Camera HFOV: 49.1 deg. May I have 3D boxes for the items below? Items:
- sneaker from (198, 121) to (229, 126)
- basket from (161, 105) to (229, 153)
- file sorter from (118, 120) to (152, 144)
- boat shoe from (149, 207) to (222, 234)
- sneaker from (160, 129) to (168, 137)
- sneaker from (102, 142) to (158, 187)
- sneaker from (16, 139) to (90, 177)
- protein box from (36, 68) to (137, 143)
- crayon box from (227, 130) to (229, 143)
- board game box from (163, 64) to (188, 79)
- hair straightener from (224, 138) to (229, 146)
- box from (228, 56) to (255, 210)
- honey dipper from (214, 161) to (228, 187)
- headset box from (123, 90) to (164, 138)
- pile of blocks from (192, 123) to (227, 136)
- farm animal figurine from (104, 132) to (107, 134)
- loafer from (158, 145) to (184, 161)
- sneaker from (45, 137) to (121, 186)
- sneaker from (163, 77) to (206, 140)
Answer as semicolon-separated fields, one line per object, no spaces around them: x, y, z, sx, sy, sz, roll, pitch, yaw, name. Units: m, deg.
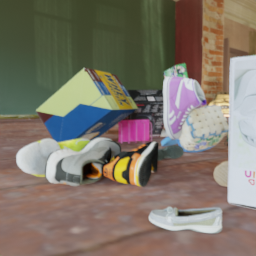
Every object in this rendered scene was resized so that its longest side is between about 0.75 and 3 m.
4.412;0.095;15.356;2.595;0.914;0.980;5;-14;38;sneaker
2.354;0.138;10.080;1.923;1.517;2.181;-12;-13;-17;basket
0.309;0.189;12.289;1.389;0.965;0.871;-2;10;-7;file sorter
0.775;1.212;3.848;0.982;0.315;0.362;2;5;18;boat shoe
2.046;0.292;14.467;1.051;0.392;0.458;-2;10;-22;sneaker
0.123;0.746;6.599;0.996;0.774;2.213;4;8;14;sneaker
-1.943;0.778;7.035;1.219;0.879;2.320;-14;-9;35;sneaker
-1.522;-0.727;11.134;2.665;1.811;2.684;-36;-8;20;protein box
4.886;0.338;12.280;1.006;0.632;0.259;1;5;8;crayon box
1.657;-1.320;9.520;0.312;1.440;2.140;-13;7;-2;board game box
5.086;0.586;11.144;2.403;0.492;0.925;-3;3;16;hair straightener
2.892;0.008;5.351;1.347;2.458;2.786;2;5;35;box
2.547;0.931;6.709;0.473;0.473;2.491;3;3;29;honey dipper
0.753;-0.515;13.331;1.910;2.570;0.964;-3;44;-14;headset box
4.012;0.213;14.440;2.432;0.998;0.756;16;-28;41;pile of blocks
-1.840;-0.326;16.025;2.911;1.518;2.879;-5;-6;-40;farm animal figurine
1.158;0.767;8.674;1.203;0.432;0.378;-5;1;-30;loafer
-0.768;0.818;6.336;0.920;0.858;2.321;15;16;26;sneaker
1.617;-0.448;7.913;1.129;1.980;0.718;10;37;28;sneaker
